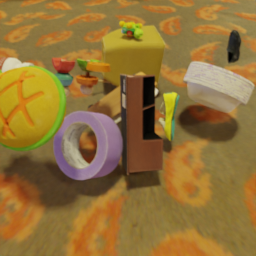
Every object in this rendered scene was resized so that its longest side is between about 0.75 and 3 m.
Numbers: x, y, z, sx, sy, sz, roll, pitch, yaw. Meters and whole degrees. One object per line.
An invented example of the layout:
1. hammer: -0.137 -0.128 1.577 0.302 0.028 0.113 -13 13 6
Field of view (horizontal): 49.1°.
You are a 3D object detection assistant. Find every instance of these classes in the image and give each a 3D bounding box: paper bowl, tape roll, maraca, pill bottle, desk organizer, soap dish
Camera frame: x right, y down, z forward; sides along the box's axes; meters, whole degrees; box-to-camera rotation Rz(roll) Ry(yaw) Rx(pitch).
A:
1. paper bowl: 2.641 -1.156 8.516 2.010 1.045 2.010 23 6 -3
2. tape roll: -1.051 0.451 7.266 1.724 1.724 0.733 27 11 27
3. maraca: -2.435 -0.488 5.976 2.654 1.420 1.820 13 81 26
4. pill bottle: -4.780 -1.956 10.491 2.430 1.363 1.363 4 42 6
5. desk organizer: 0.337 -0.137 7.185 0.943 2.450 0.878 -3 13 -10
6. soap dish: -0.165 -0.842 8.550 2.159 0.877 1.699 -34 7 16

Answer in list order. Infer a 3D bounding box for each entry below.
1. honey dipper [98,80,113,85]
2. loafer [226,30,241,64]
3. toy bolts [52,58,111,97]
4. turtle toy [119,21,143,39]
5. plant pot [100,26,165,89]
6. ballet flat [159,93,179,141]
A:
1. honey dipper: -0.865 -1.749 10.612 1.261 0.240 0.240 -2 37 -34
2. loafer: 3.141 -2.404 8.397 0.371 1.056 0.358 -30 45 -10
3. toy bolts: -1.195 -1.201 7.056 1.360 0.943 1.299 -7 23 -36
4. turtle toy: 0.143 -3.328 9.528 0.678 0.470 0.930 -15 33 -42
5. plant pot: 0.025 -2.601 10.473 2.036 1.977 1.990 0 38 -10
6. ballet flat: 1.127 -0.325 7.991 0.494 1.473 0.492 10 30 13
